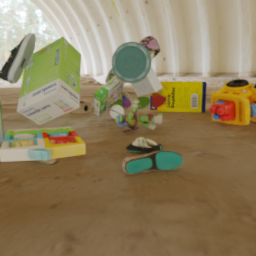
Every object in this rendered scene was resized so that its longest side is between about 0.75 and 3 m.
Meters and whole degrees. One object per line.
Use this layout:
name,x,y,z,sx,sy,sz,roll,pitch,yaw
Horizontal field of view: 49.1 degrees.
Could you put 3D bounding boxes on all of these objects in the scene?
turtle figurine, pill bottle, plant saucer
turtle figurine,0.270,-0.485,8.627,1.389,1.031,1.433,11,31,-19
pill bottle,-0.467,-0.616,10.832,0.556,0.556,0.991,-2,5,-10
plant saucer,0.082,-1.950,8.359,1.215,1.215,0.166,2,11,10

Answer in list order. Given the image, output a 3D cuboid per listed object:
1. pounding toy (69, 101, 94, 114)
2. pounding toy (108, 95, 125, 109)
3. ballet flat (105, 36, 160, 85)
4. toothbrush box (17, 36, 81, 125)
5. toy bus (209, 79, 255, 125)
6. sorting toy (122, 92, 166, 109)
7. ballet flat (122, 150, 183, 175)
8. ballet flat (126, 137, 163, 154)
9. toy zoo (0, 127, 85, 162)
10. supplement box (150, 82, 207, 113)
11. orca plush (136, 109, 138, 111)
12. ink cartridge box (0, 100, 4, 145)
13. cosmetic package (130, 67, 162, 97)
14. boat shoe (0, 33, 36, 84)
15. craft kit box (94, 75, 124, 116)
pounding toy,-1.983,-1.005,13.245,1.041,0.542,1.185,7,13,34
pounding toy,-0.751,-1.552,15.327,1.429,0.859,1.851,0,11,-1
ballet flat,0.174,-2.578,11.874,1.018,2.946,1.048,25,32,-47
toothbrush box,-2.619,-1.596,9.498,1.787,2.455,1.057,-21,-37,23
toy bus,3.964,-0.743,9.865,2.111,1.492,2.199,-25,26,-36
sorting toy,0.578,-1.218,11.382,1.938,0.672,0.667,-7,54,-25
ballet flat,0.422,0.592,5.093,1.153,0.392,0.388,-2,5,-18
ballet flat,0.363,0.398,6.185,1.017,0.348,0.346,9,15,41
toy zoo,-2.023,0.355,6.628,1.726,0.269,2.630,-3,11,-20
supplement box,2.443,-1.551,13.704,2.619,1.434,1.425,2,11,13
orca plush,0.387,-1.058,13.315,0.298,0.442,0.839,31,13,6
ink cartridge box,-4.605,-0.560,6.597,2.879,2.101,1.210,1,12,12
cosmetic package,0.355,-1.770,9.025,0.378,1.463,1.103,-36,15,-22
boat shoe,-3.719,-2.421,9.436,0.565,1.995,0.685,16,-21,1
craft kit box,-0.723,-1.259,10.597,0.335,1.365,1.382,38,65,14
